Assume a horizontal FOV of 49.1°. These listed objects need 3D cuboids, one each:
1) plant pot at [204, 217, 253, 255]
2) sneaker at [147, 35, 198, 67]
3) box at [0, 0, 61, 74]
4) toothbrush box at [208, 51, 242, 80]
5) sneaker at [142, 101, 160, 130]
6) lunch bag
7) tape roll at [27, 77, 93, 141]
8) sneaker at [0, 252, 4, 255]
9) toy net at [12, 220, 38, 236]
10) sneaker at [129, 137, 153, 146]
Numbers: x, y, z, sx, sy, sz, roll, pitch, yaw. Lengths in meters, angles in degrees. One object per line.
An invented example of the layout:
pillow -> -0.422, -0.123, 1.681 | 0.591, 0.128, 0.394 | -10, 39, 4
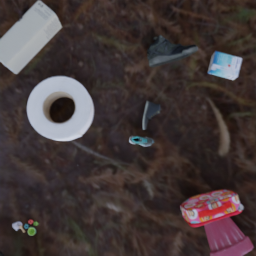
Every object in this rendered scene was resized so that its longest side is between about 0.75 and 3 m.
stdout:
plant pot -> 3.263, 3.700, 9.479 | 1.396, 1.396, 1.249 | -23, 69, -3
sneaker -> 1.614, -3.050, 10.538 | 1.922, 0.735, 1.101 | -14, 90, 4
box -> -3.749, -3.334, 10.422 | 0.892, 1.072, 2.609 | 42, 84, 5
toothbrush box -> 3.649, -2.342, 10.601 | 1.039, 0.443, 0.761 | 17, 84, 1
sneaker -> 0.860, -0.428, 10.375 | 0.579, 0.408, 1.090 | 11, 82, 4
lunch bag -> 2.771, 2.662, 9.370 | 1.871, 1.648, 0.766 | -17, 83, -2
tape roll -> -2.420, -0.659, 10.206 | 2.301, 0.805, 2.301 | 0, 83, 0
sneaker -> -4.233, 5.288, 9.284 | 2.400, 0.917, 1.374 | 40, 68, 8
toy net -> -3.714, 3.517, 10.012 | 0.915, 0.177, 0.480 | 11, 83, 2
sneaker -> 0.484, 0.484, 10.269 | 0.894, 0.408, 0.347 | 2, 83, 0
